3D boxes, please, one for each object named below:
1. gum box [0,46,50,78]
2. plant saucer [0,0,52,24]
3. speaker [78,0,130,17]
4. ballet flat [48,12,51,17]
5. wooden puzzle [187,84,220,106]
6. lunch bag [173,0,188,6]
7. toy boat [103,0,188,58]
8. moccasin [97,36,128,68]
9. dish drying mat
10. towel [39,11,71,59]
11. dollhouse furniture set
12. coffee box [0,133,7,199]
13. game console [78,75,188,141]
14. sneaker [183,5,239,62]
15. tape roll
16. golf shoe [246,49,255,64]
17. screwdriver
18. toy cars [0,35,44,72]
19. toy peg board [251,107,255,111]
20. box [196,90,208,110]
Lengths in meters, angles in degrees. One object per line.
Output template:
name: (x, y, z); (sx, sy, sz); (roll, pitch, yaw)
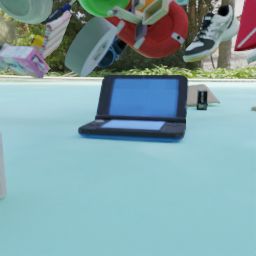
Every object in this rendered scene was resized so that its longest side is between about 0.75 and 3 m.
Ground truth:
gum box: (-2.787, -1.786, 7.588); (1.273, 0.421, 0.722); (14, -27, 34)
plant saucer: (-3.098, -3.654, 7.834); (1.847, 1.847, 0.463); (3, 53, 14)
speaker: (-0.704, -2.840, 5.318); (1.017, 1.017, 2.299); (-4, 36, -21)
ballet flat: (-3.150, -3.843, 8.853); (1.430, 0.482, 0.331); (4, -25, -23)
wooden puzzle: (2.947, -1.446, 12.499); (1.814, 0.338, 1.679); (-3, 36, -9)
lunch bag: (1.229, -4.843, 9.779); (1.616, 1.030, 1.374); (1, -1, 17)
toy boat: (0.492, -3.325, 8.179); (2.859, 1.866, 1.869); (33, 7, -12)
moccasin: (-0.463, -2.810, 9.701); (0.683, 1.698, 0.579); (37, -3, -40)
dish drying mat: (1.713, -1.577, 3.747); (0.102, 1.125, 0.432); (19, -9, -34)
towel: (-2.021, -2.483, 7.588); (0.193, 1.288, 0.942); (37, 49, -6)
dollhouse furniture set: (0.137, -1.984, 4.398); (0.674, 0.753, 0.950); (12, -12, -29)
coffee box: (-2.187, 0.547, 2.305); (1.164, 0.812, 2.036); (3, 11, 14)
game console: (0.204, -0.587, 6.681); (2.339, 1.384, 1.997); (2, 10, 13)
sneaker: (2.342, -2.823, 8.307); (2.266, 0.993, 0.857); (-41, 31, -22)
tape roll: (-0.779, -1.699, 5.919); (0.421, 1.273, 1.273); (37, 11, -3)
golf shoe: (3.328, -2.151, 6.784); (1.434, 0.697, 0.561); (-38, 1, -7)
screwdriver: (-1.678, -3.945, 8.673); (2.531, 0.353, 0.368); (-29, 34, 28)
toy cars: (-3.110, -2.071, 8.041); (1.798, 0.806, 0.398); (-14, 42, 2)
toy peg board: (5.660, -0.981, 10.430); (1.456, 0.715, 1.462); (-9, 15, -38)
box: (2.910, -1.110, 11.033); (0.387, 0.735, 0.898); (3, 12, 13)
